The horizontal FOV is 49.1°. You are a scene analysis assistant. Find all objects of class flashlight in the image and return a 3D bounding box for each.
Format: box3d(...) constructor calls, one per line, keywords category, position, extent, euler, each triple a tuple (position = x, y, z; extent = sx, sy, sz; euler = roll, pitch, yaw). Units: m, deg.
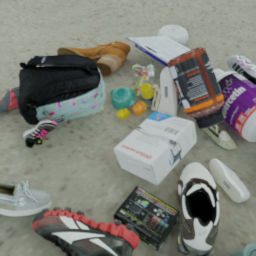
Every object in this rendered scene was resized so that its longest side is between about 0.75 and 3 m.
box3d(category="flashlight", position=(-4.501, -0.764, 9.400), extent=(2.103, 0.715, 0.712), euler=(-23, 48, -21))

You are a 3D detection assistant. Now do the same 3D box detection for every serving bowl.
box3d(category="serving bowl", position=(2.097, -4.412, 13.056), extent=(1.480, 0.487, 1.480), euler=(1, 46, -1))

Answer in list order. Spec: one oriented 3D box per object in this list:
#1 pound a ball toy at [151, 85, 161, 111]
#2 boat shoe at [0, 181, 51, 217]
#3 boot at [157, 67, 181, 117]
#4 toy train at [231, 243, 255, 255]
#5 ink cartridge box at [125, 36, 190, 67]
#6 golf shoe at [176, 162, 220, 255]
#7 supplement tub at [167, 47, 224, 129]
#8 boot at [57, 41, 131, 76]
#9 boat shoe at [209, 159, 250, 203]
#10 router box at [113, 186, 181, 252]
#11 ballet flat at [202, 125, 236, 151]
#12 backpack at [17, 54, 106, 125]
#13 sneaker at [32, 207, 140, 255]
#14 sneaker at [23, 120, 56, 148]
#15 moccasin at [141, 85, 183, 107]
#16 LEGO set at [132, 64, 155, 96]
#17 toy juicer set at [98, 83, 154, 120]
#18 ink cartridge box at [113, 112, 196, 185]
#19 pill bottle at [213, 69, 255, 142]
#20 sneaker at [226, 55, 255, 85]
box3d(category="pound a ball toy", position=(0.954, -1.028, 9.407), extent=(0.589, 0.903, 0.384), euler=(-6, 24, -40))
box3d(category="boat shoe", position=(-2.920, 1.513, 6.526), extent=(2.302, 0.738, 0.848), euler=(13, 8, -19))
box3d(category="boot", position=(1.530, -0.918, 9.118), extent=(0.909, 2.013, 0.732), euler=(1, 5, -41))
box3d(category="toy train", position=(2.071, 3.274, 5.346), extent=(2.550, 1.087, 1.453), euler=(-18, 58, -16))
box3d(category="ink cartridge box", position=(1.465, -3.005, 11.277), extent=(2.429, 0.493, 2.424), euler=(-17, 46, -39))
box3d(category="golf shoe", position=(1.744, 1.600, 6.612), extent=(1.064, 1.293, 2.737), euler=(6, 37, 5))
box3d(category="supplement tub", position=(2.062, -1.124, 8.249), extent=(1.193, 1.193, 2.230), euler=(-23, 94, -21))
box3d(category="boot", position=(-1.334, -3.093, 11.453), extent=(2.638, 1.012, 2.048), euler=(13, 44, 19))
box3d(category="boat shoe", position=(2.732, 1.374, 7.543), extent=(0.471, 0.495, 1.375), euler=(-1, 35, -30))
box3d(category="router box", position=(0.453, 2.152, 6.794), extent=(1.326, 0.412, 0.994), euler=(28, 52, 23))
box3d(category="ballet flat", position=(2.776, 0.176, 8.691), extent=(0.457, 0.422, 1.355), euler=(-31, 54, -25))
box3d(category="backpack", position=(-1.971, -1.179, 8.688), extent=(2.520, 1.595, 2.103), euler=(-12, 65, -2))
box3d(category="sneaker", position=(-1.054, 2.524, 6.103), extent=(2.493, 0.881, 1.218), euler=(11, 45, 9))
box3d(category="sneaker", position=(-2.564, 0.218, 8.155), extent=(1.239, 0.457, 0.542), euler=(-26, 57, 21))
box3d(category="moccasin", position=(1.278, -1.238, 9.915), extent=(1.644, 0.561, 0.661), euler=(8, 54, 9))
box3d(category="LEGO set", position=(0.347, -1.744, 9.669), extent=(0.571, 1.535, 0.706), euler=(8, 64, -21))
box3d(category="toy juicer set", position=(-0.235, -0.838, 9.653), extent=(2.175, 0.592, 1.383), euler=(2, 62, 22))
box3d(category="ink cartridge box", position=(0.780, 0.485, 7.844), extent=(1.407, 0.825, 1.922), euler=(19, 51, 41))
box3d(category="pill bottle", position=(3.466, -0.832, 8.903), extent=(1.438, 1.438, 2.557), euler=(-20, 47, -19))
box3d(category="sneaker", position=(4.199, -2.032, 10.352), extent=(1.315, 0.731, 1.881), euler=(-24, 53, -38))
